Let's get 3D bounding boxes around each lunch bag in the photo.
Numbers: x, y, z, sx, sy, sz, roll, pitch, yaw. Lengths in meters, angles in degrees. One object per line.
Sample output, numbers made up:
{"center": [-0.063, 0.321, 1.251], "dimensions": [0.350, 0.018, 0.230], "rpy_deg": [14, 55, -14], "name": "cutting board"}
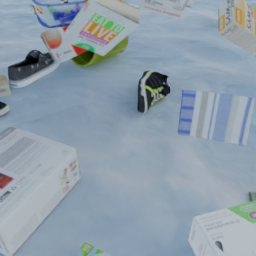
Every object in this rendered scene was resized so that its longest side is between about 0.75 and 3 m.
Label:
{"center": [-1.387, -3.859, 7.814], "dimensions": [2.821, 1.066, 2.261], "rpy_deg": [-11, 70, -7], "name": "lunch bag"}

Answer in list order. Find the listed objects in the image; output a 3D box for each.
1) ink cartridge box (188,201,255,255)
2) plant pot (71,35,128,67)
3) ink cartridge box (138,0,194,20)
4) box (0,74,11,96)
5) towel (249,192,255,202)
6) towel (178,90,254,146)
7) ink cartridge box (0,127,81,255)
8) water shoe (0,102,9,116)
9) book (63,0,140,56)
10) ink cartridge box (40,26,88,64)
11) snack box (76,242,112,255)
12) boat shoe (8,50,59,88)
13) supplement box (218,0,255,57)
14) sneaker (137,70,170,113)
{"center": [2.100, 2.328, 4.631], "dimensions": [1.422, 0.821, 1.955], "rpy_deg": [-10, 37, -13], "name": "ink cartridge box"}
{"center": [-1.253, -3.959, 12.364], "dimensions": [2.296, 2.296, 2.211], "rpy_deg": [31, 34, 35], "name": "plant pot"}
{"center": [1.235, -4.122, 7.991], "dimensions": [1.552, 0.877, 2.119], "rpy_deg": [13, -7, -4], "name": "ink cartridge box"}
{"center": [-4.677, -1.576, 10.351], "dimensions": [0.472, 0.386, 0.993], "rpy_deg": [-17, 40, -22], "name": "box"}
{"center": [3.063, 1.812, 5.936], "dimensions": [0.824, 0.131, 1.147], "rpy_deg": [5, 37, 8], "name": "towel"}
{"center": [1.061, -0.124, 3.463], "dimensions": [0.862, 0.633, 0.103], "rpy_deg": [10, 26, 17], "name": "towel"}
{"center": [-2.549, 1.164, 6.093], "dimensions": [2.044, 0.976, 2.328], "rpy_deg": [17, 39, 22], "name": "ink cartridge box"}
{"center": [-4.819, -0.880, 9.066], "dimensions": [1.971, 0.778, 0.705], "rpy_deg": [10, 37, 13], "name": "water shoe"}
{"center": [-0.745, -2.597, 7.222], "dimensions": [1.272, 1.904, 0.458], "rpy_deg": [12, 72, -30], "name": "book"}
{"center": [-1.984, -2.733, 8.940], "dimensions": [1.259, 1.021, 0.316], "rpy_deg": [-31, 7, -21], "name": "ink cartridge box"}
{"center": [-0.349, 2.685, 4.502], "dimensions": [1.524, 0.404, 1.084], "rpy_deg": [17, 40, 22], "name": "snack box"}
{"center": [-3.801, -2.640, 11.332], "dimensions": [0.996, 0.944, 2.850], "rpy_deg": [16, 39, 21], "name": "boat shoe"}
{"center": [2.778, -2.383, 6.589], "dimensions": [1.372, 0.504, 0.864], "rpy_deg": [17, 67, -27], "name": "supplement box"}
{"center": [0.934, -1.370, 9.639], "dimensions": [1.040, 0.901, 2.511], "rpy_deg": [7, 37, 9], "name": "sneaker"}
